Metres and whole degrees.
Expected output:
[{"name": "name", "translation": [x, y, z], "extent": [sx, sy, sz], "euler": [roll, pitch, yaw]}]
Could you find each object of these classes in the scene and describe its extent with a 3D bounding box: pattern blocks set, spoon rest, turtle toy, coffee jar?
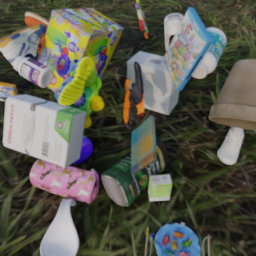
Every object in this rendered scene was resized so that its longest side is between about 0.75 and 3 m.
[{"name": "pattern blocks set", "translation": [0.558, -4.510, 11.580], "extent": [0.149, 1.612, 1.834], "euler": [-13, -3, 14]}, {"name": "spoon rest", "translation": [-1.860, 2.851, 7.949], "extent": [1.023, 0.624, 2.059], "euler": [-1, 40, -1]}, {"name": "turtle toy", "translation": [-1.426, -1.034, 8.029], "extent": [1.045, 2.067, 1.506], "euler": [2, 50, -42]}, {"name": "coffee jar", "translation": [0.332, 1.345, 9.181], "extent": [1.027, 1.256, 2.408], "euler": [9, 37, 44]}]

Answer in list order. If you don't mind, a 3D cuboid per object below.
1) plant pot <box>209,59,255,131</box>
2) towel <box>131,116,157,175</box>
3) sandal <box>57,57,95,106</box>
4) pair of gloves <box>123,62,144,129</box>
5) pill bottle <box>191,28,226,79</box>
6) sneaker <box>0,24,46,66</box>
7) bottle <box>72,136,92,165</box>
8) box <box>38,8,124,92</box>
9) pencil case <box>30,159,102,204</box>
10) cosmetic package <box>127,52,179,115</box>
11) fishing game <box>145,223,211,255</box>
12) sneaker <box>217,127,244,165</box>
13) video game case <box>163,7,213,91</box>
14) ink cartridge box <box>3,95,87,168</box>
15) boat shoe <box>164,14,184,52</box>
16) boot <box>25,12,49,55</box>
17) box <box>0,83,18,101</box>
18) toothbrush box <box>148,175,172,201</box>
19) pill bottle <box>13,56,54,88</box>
[{"name": "plant pot", "translation": [3.570, -0.947, 8.192], "extent": [2.086, 1.810, 2.086], "euler": [12, -2, 0]}, {"name": "towel", "translation": [0.417, 0.477, 7.739], "extent": [0.156, 1.052, 1.435], "euler": [23, 46, -26]}, {"name": "sandal", "translation": [-1.349, -1.176, 6.947], "extent": [0.588, 0.536, 1.349], "euler": [34, 92, 42]}, {"name": "pair of gloves", "translation": [0.129, -1.019, 9.223], "extent": [0.257, 2.082, 1.855], "euler": [2, 73, -14]}, {"name": "pill bottle", "translation": [2.954, -2.805, 10.689], "extent": [1.085, 1.085, 1.958], "euler": [18, 63, 20]}, {"name": "sneaker", "translation": [-3.132, -2.564, 8.623], "extent": [0.767, 0.898, 2.037], "euler": [-3, 34, 27]}, {"name": "bottle", "translation": [-2.540, 0.353, 10.692], "extent": [2.607, 0.851, 1.089], "euler": [32, 50, 32]}, {"name": "box", "translation": [-1.746, -2.706, 9.998], "extent": [1.525, 2.500, 2.408], "euler": [36, 34, 8]}, {"name": "pencil case", "translation": [-2.045, 1.675, 9.080], "extent": [2.296, 0.951, 0.993], "euler": [11, 38, 15]}, {"name": "cosmetic package", "translation": [1.142, -1.995, 12.464], "extent": [2.117, 2.123, 1.305], "euler": [19, 42, 21]}, {"name": "fishing game", "translation": [1.382, 3.220, 7.788], "extent": [1.836, 0.285, 1.315], "euler": [8, 44, 9]}, {"name": "sneaker", "translation": [3.831, 0.543, 10.408], "extent": [0.714, 0.950, 1.907], "euler": [18, 45, 18]}, {"name": "video game case", "translation": [1.861, -2.515, 9.211], "extent": [0.195, 2.193, 1.569], "euler": [-4, 58, -22]}, {"name": "ink cartridge box", "translation": [-2.150, 0.025, 7.171], "extent": [1.877, 1.371, 0.792], "euler": [17, 17, 15]}, {"name": "boat shoe", "translation": [1.964, -3.214, 11.105], "extent": [1.017, 2.868, 1.001], "euler": [-3, 73, 12]}, {"name": "boot", "translation": [-3.269, -3.369, 11.122], "extent": [0.918, 2.446, 1.311], "euler": [18, 70, 49]}, {"name": "box", "translation": [-5.844, -1.671, 13.049], "extent": [1.497, 0.891, 0.310], "euler": [10, 42, 12]}, {"name": "toothbrush box", "translation": [0.993, 1.903, 8.845], "extent": [0.646, 0.887, 0.382], "euler": [-3, 41, -4]}, {"name": "pill bottle", "translation": [-2.644, -1.589, 7.780], "extent": [1.052, 0.586, 0.586], "euler": [29, 47, 15]}]
